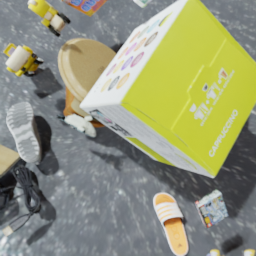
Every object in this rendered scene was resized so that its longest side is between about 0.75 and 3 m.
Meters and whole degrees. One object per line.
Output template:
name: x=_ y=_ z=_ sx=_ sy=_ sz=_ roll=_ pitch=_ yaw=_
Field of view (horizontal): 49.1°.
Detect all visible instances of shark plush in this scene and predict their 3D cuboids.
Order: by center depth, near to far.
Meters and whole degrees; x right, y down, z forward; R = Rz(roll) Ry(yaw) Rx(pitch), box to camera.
shark plush: x=-1.368 y=-0.050 z=7.157 sx=1.128 sy=0.470 sz=0.513 roll=10 pitch=59 yaw=6

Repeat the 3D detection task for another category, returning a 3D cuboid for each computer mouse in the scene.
computer mouse: x=-3.528 y=2.211 z=7.226 sx=2.617 sy=0.602 sz=1.838 roll=-27 pitch=50 yaw=-23

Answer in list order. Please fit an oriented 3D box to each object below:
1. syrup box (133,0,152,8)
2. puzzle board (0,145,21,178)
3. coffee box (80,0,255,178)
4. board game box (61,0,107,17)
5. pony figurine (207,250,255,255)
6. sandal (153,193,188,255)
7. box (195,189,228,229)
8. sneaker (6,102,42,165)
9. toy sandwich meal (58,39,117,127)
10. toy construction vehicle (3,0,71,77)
syrup box: x=0.104 y=-3.608 z=6.778 sx=0.522 sy=0.505 sz=1.282 roll=-36 pitch=79 yaw=25
puzzle board: x=-4.812 y=0.962 z=7.763 sx=2.838 sy=0.247 sz=2.139 roll=21 pitch=45 yaw=14
coffee box: x=1.008 y=-0.843 z=6.818 sx=2.763 sy=2.732 sz=2.759 roll=37 pitch=78 yaw=-21
board game box: x=-1.245 y=-4.166 z=8.197 sx=1.034 sy=1.035 sz=1.034 roll=14 pitch=61 yaw=-42
pony figurine: x=2.322 y=3.728 z=6.212 sx=1.761 sy=1.519 sz=1.824 roll=4 pitch=47 yaw=-8
sandal: x=1.174 y=2.427 z=7.255 sx=0.629 sy=0.470 sz=1.641 roll=-16 pitch=64 yaw=-8
box: x=1.696 y=1.649 z=5.674 sx=0.532 sy=0.778 sz=0.155 roll=-30 pitch=34 yaw=-5
sneaker: x=-3.021 y=0.179 z=8.220 sx=0.766 sy=0.841 sz=2.051 roll=-14 pitch=63 yaw=-11
toy sandwich meal: x=-1.013 y=-1.354 z=8.492 sx=2.911 sy=0.997 sz=2.911 roll=23 pitch=51 yaw=-32
toy construction vehicle: x=-2.840 y=-2.602 z=8.229 sx=0.950 sy=2.697 sz=2.348 roll=39 pitch=98 yaw=-12
